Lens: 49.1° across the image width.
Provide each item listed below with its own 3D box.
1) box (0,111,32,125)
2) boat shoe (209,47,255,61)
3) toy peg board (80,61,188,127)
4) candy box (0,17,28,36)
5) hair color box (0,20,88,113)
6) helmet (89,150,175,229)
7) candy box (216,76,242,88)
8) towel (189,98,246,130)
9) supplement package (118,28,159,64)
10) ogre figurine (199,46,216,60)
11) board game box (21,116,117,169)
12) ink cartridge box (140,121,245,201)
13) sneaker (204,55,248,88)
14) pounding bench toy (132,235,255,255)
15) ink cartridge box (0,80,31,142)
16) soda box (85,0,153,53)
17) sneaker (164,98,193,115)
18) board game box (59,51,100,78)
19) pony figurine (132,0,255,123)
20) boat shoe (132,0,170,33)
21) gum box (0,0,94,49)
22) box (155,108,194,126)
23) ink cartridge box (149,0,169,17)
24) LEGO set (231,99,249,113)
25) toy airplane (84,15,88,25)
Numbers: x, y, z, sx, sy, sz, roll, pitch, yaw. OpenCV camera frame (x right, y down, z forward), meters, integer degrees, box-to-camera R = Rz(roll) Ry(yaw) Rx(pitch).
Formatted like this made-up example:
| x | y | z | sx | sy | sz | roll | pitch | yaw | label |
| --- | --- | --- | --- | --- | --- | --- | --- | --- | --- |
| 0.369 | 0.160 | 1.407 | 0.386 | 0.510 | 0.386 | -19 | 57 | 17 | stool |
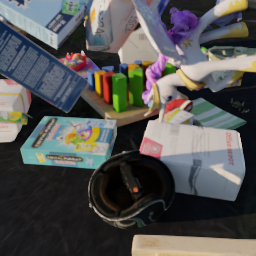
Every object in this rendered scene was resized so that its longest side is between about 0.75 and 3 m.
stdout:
| x | y | z | sx | sy | sz | roll | pitch | yaw | label |
| --- | --- | --- | --- | --- | --- | --- | --- | --- | --- |
| -2.439 | -0.209 | 5.643 | 0.932 | 0.226 | 0.547 | 2 | -5 | -8 | box |
| 3.341 | -2.173 | 8.577 | 1.795 | 0.557 | 0.646 | 6 | 75 | 30 | boat shoe |
| 0.086 | -1.672 | 9.785 | 2.955 | 1.445 | 2.943 | -18 | 37 | -26 | toy peg board |
| -3.548 | -2.629 | 7.982 | 1.338 | 0.378 | 0.781 | -26 | -10 | 28 | candy box |
| -2.270 | -1.456 | 5.561 | 2.772 | 0.839 | 1.386 | 34 | 1 | -29 | hair color box |
| 0.095 | 1.181 | 5.352 | 1.520 | 1.449 | 1.520 | -6 | 73 | 21 | helmet |
| 3.791 | -2.185 | 11.502 | 0.935 | 0.453 | 1.603 | -9 | 32 | -12 | candy box |
| 2.560 | -0.403 | 8.955 | 1.410 | 0.216 | 1.849 | -20 | 38 | -29 | towel |
| 0.542 | -4.197 | 13.599 | 1.988 | 1.529 | 2.079 | -4 | 34 | -6 | supplement package |
| 2.984 | -3.467 | 12.884 | 2.344 | 1.150 | 1.405 | 27 | 28 | 18 | ogre figurine |
| -1.488 | 0.340 | 7.537 | 2.139 | 0.502 | 1.615 | 4 | 33 | 6 | board game box |
| 1.425 | 0.705 | 6.579 | 2.205 | 0.913 | 1.616 | 7 | 34 | 11 | ink cartridge box |
| 2.660 | -1.694 | 7.919 | 1.763 | 0.824 | 0.621 | -19 | 74 | -23 | sneaker |
| 0.389 | 2.620 | 2.725 | 2.968 | 1.844 | 2.315 | 0 | 33 | 9 | pounding bench toy |
| -4.042 | -0.597 | 8.631 | 1.532 | 0.888 | 2.631 | -4 | 33 | -6 | ink cartridge box |
| -0.223 | -2.806 | 6.443 | 0.931 | 2.723 | 0.866 | 0 | 74 | -23 | soda box |
| 1.298 | -0.527 | 8.784 | 1.404 | 0.550 | 0.811 | -29 | 42 | -27 | sneaker |
| -2.551 | -2.948 | 12.601 | 2.179 | 0.537 | 2.757 | -13 | 35 | -19 | board game box |
| 1.015 | -1.422 | 5.009 | 2.270 | 2.191 | 1.890 | -22 | 5 | 12 | pony figurine |
| 0.402 | -3.995 | 9.634 | 0.889 | 1.072 | 2.985 | 37 | 78 | 26 | boat shoe |
| -2.294 | -3.465 | 7.204 | 2.515 | 0.560 | 2.136 | 31 | 62 | 1 | gum box |
| 1.254 | -0.006 | 7.935 | 1.155 | 0.650 | 0.586 | -28 | 42 | -34 | box |
| 0.424 | -3.841 | 7.974 | 1.648 | 0.984 | 0.346 | 32 | -7 | -37 | ink cartridge box |
| 3.761 | -0.726 | 9.534 | 0.491 | 0.214 | 0.756 | -4 | 46 | -3 | LEGO set |
| -1.208 | -4.056 | 9.884 | 1.632 | 1.152 | 1.625 | 4 | 24 | -20 | toy airplane |
